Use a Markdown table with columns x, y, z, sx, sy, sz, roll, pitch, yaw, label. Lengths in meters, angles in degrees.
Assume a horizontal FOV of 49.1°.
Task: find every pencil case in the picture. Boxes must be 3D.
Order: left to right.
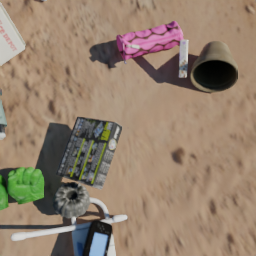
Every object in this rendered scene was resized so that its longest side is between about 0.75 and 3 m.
| x | y | z | sx | sy | sz | roll | pitch | yaw | label |
| --- | --- | --- | --- | --- | --- | --- | --- | --- | --- |
| 0.655 | -2.527 | 8.133 | 1.912 | 0.896 | 0.868 | -18 | 96 | -4 | pencil case |

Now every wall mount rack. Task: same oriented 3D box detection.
| x | y | z | sx | sy | sz | roll | pitch | yaw | label |
| --- | --- | --- | --- | --- | --- | --- | --- | --- | --- |
| -1.101 | 3.008 | 6.142 | 2.492 | 1.069 | 2.868 | -8 | 70 | -12 | wall mount rack |

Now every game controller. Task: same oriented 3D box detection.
| x | y | z | sx | sy | sz | roll | pitch | yaw | label |
| --- | --- | --- | --- | --- | --- | --- | --- | --- | --- |
| -0.726 | 2.788 | 6.415 | 0.649 | 0.262 | 1.244 | 25 | 65 | -27 | game controller |

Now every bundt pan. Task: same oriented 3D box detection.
| x | y | z | sx | sy | sz | roll | pitch | yaw | label |
| --- | --- | --- | --- | --- | --- | --- | --- | --- | --- |
| -1.371 | 1.691 | 6.792 | 0.920 | 0.345 | 0.920 | 6 | 45 | -6 | bundt pan |

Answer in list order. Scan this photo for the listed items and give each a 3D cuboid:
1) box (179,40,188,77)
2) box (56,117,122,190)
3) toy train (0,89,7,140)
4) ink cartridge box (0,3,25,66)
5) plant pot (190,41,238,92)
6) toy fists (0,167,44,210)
| x | y | z | sx | sy | sz | roll | pitch | yaw | label |
| --- | --- | --- | --- | --- | --- | --- | --- | --- | --- |
| 1.513 | -1.883 | 7.643 | 0.192 | 0.206 | 0.993 | 5 | 112 | 18 | box |
| -0.940 | 0.550 | 6.711 | 1.251 | 0.346 | 1.561 | 9 | 74 | 34 | box |
| -3.773 | -0.455 | 7.290 | 1.138 | 0.851 | 1.997 | -25 | 75 | 24 | toy train |
| -4.526 | -2.268 | 7.399 | 2.918 | 2.120 | 1.277 | -38 | 75 | -11 | ink cartridge box |
| 2.426 | -1.805 | 7.836 | 1.246 | 1.246 | 1.081 | 13 | 57 | 4 | plant pot |
| -2.932 | 1.494 | 6.845 | 1.719 | 0.591 | 0.876 | -16 | 87 | -5 | toy fists |
